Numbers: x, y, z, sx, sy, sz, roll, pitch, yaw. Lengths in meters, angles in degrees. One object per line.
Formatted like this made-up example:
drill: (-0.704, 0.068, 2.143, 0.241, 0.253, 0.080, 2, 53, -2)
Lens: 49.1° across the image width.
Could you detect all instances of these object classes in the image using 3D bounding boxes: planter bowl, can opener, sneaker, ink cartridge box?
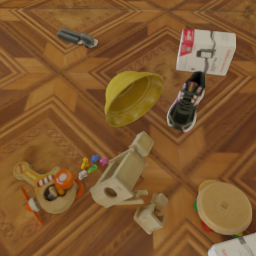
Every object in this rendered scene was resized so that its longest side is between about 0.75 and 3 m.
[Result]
planter bowl: (-0.009, -1.042, 8.297, 2.068, 2.068, 0.861, -29, 64, -19)
can opener: (-2.041, -3.681, 11.280, 1.831, 0.609, 0.482, 22, 58, 21)
sneaker: (1.897, -0.968, 9.002, 0.930, 1.000, 2.315, 16, 56, 13)
ink cartridge box: (2.775, 3.078, 6.234, 1.613, 0.673, 1.172, -12, 55, -8)
ink cartridge box: (2.764, -2.701, 10.046, 1.840, 1.336, 0.767, 8, 54, 6)

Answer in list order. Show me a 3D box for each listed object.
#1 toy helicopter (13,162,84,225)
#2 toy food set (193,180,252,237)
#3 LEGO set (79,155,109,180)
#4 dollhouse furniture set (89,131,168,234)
toy helicopter: (-2.347, 1.570, 7.429, 2.150, 0.848, 1.422, 23, 66, 28)
toy food set: (2.425, 2.055, 7.190, 1.429, 0.348, 1.415, 18, 56, 13)
LEGO set: (-1.060, 0.995, 7.929, 0.969, 0.398, 0.370, -32, 58, -21)
dollhouse furniture set: (0.275, 1.479, 7.510, 1.775, 1.116, 2.007, 49, 38, -10)
